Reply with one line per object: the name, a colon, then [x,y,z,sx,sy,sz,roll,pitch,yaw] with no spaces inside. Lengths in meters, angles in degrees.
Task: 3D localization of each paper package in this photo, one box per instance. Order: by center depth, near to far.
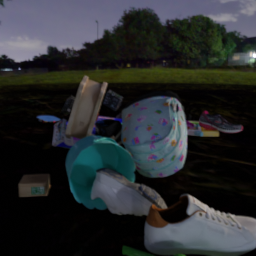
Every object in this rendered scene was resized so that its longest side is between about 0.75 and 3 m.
paper package: [-2.681,1.648,8.042,0.777,0.402,0.740,-1,13,-7]

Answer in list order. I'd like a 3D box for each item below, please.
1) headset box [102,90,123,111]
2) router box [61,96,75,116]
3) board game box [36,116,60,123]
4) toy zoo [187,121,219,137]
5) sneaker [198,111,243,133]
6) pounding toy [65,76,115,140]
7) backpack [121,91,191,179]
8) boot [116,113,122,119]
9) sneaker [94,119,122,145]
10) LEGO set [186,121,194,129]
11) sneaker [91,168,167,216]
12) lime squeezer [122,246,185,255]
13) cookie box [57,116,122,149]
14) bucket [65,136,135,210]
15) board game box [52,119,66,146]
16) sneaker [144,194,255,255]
headset box: [-0.773,-1.405,14.484,0.879,0.766,0.408,31,37,10]
router box: [-2.057,-0.762,9.720,0.238,0.575,0.767,26,-14,-21]
board game box: [-4.877,-0.451,17.187,1.445,0.281,1.142,19,18,40]
toy zoo: [3.845,0.062,14.956,1.767,0.276,2.693,3,14,11]
sneaker: [4.605,-0.243,13.987,2.137,0.798,0.861,16,14,26]
pounding toy: [-1.116,-0.161,9.067,1.549,2.700,1.544,17,8,-7]
backpack: [0.783,0.184,9.109,2.452,1.860,2.938,-21,38,19]
boot: [0.076,-0.514,16.638,1.641,0.788,2.244,-4,11,10]
sneaker: [-1.133,0.405,9.808,2.108,1.179,0.770,-34,43,-13]
LEGO set: [1.664,-0.020,13.568,2.840,1.165,1.083,24,47,-13]
sneaker: [0.015,1.759,6.865,2.060,0.897,0.767,25,7,18]
lime squeezer: [1.247,2.448,4.890,2.809,0.530,0.992,0,-17,5]
cookie box: [-1.556,0.208,12.718,2.314,1.017,2.706,8,15,29]
bucket: [-0.788,1.082,7.406,1.818,1.818,1.183,-5,15,-20]
board game box: [-2.194,0.149,8.919,0.491,0.777,0.135,-27,-39,35]
sneaker: [1.600,1.894,5.622,2.527,1.070,0.920,-1,12,-9]
